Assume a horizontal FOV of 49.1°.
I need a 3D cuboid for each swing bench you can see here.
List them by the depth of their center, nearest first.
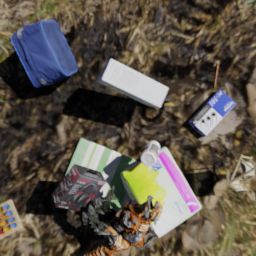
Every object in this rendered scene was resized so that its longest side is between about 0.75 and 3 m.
[{"bbox_3d":[3.629,1.435,8.770,0.650,0.997,1.002,48,112,37],"label":"swing bench"}]

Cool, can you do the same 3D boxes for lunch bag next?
[{"bbox_3d":[-3.023,-2.641,9.867,1.491,1.531,2.254,-19,105,17],"label":"lunch bag"}]

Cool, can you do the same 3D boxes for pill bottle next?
[{"bbox_3d":[0.704,0.768,8.624,0.495,0.850,0.495,8,116,16],"label":"pill bottle"}]

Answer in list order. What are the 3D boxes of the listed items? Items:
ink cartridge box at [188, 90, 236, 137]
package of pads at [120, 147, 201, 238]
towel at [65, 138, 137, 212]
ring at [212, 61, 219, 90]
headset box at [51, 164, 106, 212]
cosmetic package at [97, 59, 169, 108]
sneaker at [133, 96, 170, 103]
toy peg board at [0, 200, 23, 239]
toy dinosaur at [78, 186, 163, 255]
[{"bbox_3d":[3.117,-0.542,10.437,0.800,0.376,1.703,44,82,6],"label":"ink cartridge box"},{"bbox_3d":[1.036,2.163,9.454,1.894,0.836,2.452,-29,82,-15],"label":"package of pads"},{"bbox_3d":[-0.863,1.768,10.063,2.646,0.309,2.018,21,80,5],"label":"towel"},{"bbox_3d":[2.624,-1.551,8.419,0.089,0.924,0.924,9,79,16],"label":"ring"},{"bbox_3d":[-1.397,1.722,8.176,1.386,1.030,0.520,-53,42,12],"label":"headset box"},{"bbox_3d":[0.127,-1.405,9.092,2.078,1.054,0.740,24,90,-17],"label":"cosmetic package"},{"bbox_3d":[0.755,-1.410,10.430,1.654,0.497,0.863,4,83,8],"label":"sneaker"},{"bbox_3d":[-4.415,3.232,9.655,1.077,0.529,1.081,-27,81,-5],"label":"toy peg board"},{"bbox_3d":[-0.359,3.029,8.449,2.997,1.531,2.034,-43,81,-4],"label":"toy dinosaur"}]
